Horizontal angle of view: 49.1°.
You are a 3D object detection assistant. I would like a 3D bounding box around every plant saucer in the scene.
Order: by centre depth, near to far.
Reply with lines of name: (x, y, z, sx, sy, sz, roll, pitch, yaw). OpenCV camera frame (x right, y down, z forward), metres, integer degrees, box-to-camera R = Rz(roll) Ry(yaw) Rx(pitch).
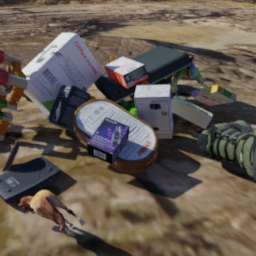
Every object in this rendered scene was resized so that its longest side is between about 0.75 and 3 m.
plant saucer: (-2.751, 0.690, 6.602, 0.137, 0.796, 0.796, 27, 22, -21)

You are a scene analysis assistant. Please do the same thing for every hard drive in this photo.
hard drive: (-2.254, 1.133, 6.192, 0.899, 0.282, 1.332, 24, 37, 37)
hard drive: (0.374, -1.899, 9.470, 2.864, 0.471, 1.999, -28, 31, -10)

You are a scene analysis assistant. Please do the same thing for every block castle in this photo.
block castle: (-3.673, -0.883, 7.571, 1.062, 2.264, 1.513, 12, 34, -38)

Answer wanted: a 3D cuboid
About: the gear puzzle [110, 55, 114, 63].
gear puzzle: (-0.681, -2.376, 11.524, 0.160, 1.221, 0.633, -5, 18, -23)

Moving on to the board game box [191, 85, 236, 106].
board game box: (2.794, -1.042, 9.219, 0.885, 0.233, 1.157, 21, -12, -27)

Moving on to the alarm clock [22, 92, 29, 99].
alarm clock: (-3.299, -1.520, 10.566, 1.475, 0.728, 2.187, -25, 35, -38)

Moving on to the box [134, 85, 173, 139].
box: (0.719, -0.388, 7.508, 0.906, 1.554, 0.467, 1, 47, 11)

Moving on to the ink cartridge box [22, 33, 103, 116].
ink cartridge box: (-2.141, -1.633, 8.850, 0.944, 1.636, 2.248, 21, 65, 45)

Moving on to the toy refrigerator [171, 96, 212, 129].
toy refrigerator: (1.853, -0.497, 8.385, 1.270, 0.444, 0.482, 29, 24, 9)

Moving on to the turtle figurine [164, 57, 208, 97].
turtle figurine: (2.043, -1.670, 10.361, 1.367, 1.900, 1.842, -39, 28, -3)

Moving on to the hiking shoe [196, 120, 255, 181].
hiking shoe: (2.335, 0.527, 6.378, 1.409, 1.060, 2.800, -4, 11, 6)

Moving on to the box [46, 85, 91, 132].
box: (-1.713, -0.568, 8.013, 0.633, 1.182, 0.877, 27, -8, -32)

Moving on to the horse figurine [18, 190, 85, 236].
horse figurine: (-1.279, 1.373, 4.609, 1.044, 1.575, 0.393, 40, 63, -4)

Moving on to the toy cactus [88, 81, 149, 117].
toy cactus: (-0.268, -0.761, 8.849, 2.694, 1.377, 2.223, -19, 23, -19)

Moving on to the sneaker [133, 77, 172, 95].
sneaker: (0.672, -2.026, 11.252, 2.642, 0.995, 1.036, -12, 26, -28)

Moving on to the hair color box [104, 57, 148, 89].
hair color box: (-0.095, -1.724, 8.578, 0.758, 0.457, 1.493, -29, 31, -12)

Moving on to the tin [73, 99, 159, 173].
tin: (-0.344, 0.132, 7.044, 2.434, 0.510, 1.363, 34, 63, 22)

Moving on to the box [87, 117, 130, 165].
box: (-0.432, 0.279, 6.312, 0.652, 0.459, 0.881, 21, 53, 12)
